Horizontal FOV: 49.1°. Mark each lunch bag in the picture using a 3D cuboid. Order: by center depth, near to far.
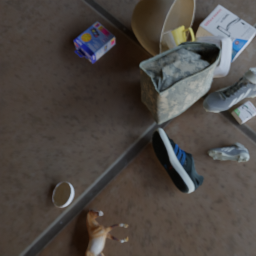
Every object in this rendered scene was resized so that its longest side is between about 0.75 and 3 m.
[{"bbox_3d":[1.997,-1.812,10.573,2.897,2.376,1.703,-27,65,-8],"label":"lunch bag"}]

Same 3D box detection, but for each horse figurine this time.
[{"bbox_3d":[-0.883,4.146,9.656,1.619,0.610,2.442,5,78,14],"label":"horse figurine"}]

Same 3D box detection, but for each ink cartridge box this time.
[{"bbox_3d":[4.717,-0.618,11.329,0.820,0.346,0.599,-32,75,-10],"label":"ink cartridge box"},{"bbox_3d":[-1.539,-3.617,12.146,1.152,0.645,1.689,43,79,12],"label":"ink cartridge box"},{"bbox_3d":[4.214,-4.099,12.166,2.038,0.859,1.488,39,77,11],"label":"ink cartridge box"}]

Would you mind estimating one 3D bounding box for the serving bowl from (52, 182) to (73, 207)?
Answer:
[{"bbox_3d":[-2.337,2.462,10.265,0.933,0.307,0.933,-16,59,28],"label":"serving bowl"}]

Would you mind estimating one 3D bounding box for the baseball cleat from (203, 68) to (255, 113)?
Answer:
[{"bbox_3d":[4.261,-1.590,11.039,2.818,1.500,0.983,-23,56,-12],"label":"baseball cleat"}]

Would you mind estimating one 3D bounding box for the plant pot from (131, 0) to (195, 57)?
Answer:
[{"bbox_3d":[1.230,-4.315,11.442,1.866,2.780,2.780,27,74,23],"label":"plant pot"}]

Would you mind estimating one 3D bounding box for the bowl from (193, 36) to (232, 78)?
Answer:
[{"bbox_3d":[3.298,-2.956,11.478,1.702,0.636,1.705,7,93,24],"label":"bowl"}]

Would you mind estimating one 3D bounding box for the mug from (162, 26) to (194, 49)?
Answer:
[{"bbox_3d":[2.072,-3.660,11.735,0.926,1.157,0.950,-26,108,-14],"label":"mug"}]

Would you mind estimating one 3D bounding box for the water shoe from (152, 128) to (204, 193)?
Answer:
[{"bbox_3d":[1.835,1.158,10.625,1.045,0.947,2.648,-19,75,-30],"label":"water shoe"}]

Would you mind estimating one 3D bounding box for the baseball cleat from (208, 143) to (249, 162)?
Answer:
[{"bbox_3d":[3.860,0.911,10.840,1.506,0.525,0.801,11,49,9],"label":"baseball cleat"}]
